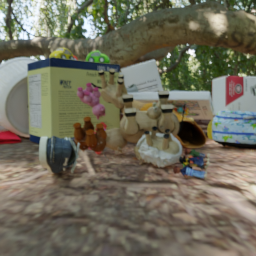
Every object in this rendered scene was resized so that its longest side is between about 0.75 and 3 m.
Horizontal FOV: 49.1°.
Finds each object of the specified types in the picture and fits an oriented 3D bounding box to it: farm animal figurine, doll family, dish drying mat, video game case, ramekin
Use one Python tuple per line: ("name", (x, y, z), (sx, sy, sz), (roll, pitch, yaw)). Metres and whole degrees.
("farm animal figurine", (0.000, -0.130, 6.109), (2.457, 1.296, 2.485), (5, 41, 13))
("doll family", (1.050, 0.593, 4.642), (0.517, 0.351, 0.894), (14, 11, 13))
("dish drying mat", (-3.814, 0.269, 8.582), (0.764, 0.181, 1.989), (-2, 6, -28))
("video game case", (1.502, -0.705, 9.510), (2.640, 0.313, 2.403), (2, -11, 21))
("ramekin", (-3.123, -0.896, 9.004), (2.518, 2.518, 1.322), (-5, 22, -38))

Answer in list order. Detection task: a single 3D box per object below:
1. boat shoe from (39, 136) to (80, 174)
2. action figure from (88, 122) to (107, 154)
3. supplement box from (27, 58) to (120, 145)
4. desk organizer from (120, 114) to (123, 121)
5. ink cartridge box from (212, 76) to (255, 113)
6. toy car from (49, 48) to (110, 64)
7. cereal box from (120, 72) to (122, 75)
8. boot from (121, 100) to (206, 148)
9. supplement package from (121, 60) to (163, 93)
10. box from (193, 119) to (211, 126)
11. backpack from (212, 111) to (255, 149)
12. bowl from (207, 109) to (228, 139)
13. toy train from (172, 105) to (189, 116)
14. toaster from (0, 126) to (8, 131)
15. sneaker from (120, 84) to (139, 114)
("boat shoe", (-1.027, 0.418, 4.420), (0.474, 0.574, 1.534), (2, -17, -5))
("action figure", (-0.791, 0.203, 6.553), (0.564, 0.372, 1.140), (31, 24, -21))
("supplement box", (-1.556, -0.740, 8.169), (2.262, 2.259, 1.518), (-5, 8, -40))
("desk organizer", (-0.683, -0.185, 10.363), (0.661, 0.709, 1.842), (-2, 6, -20))
("ink cartridge box", (4.519, -0.825, 10.110), (2.707, 1.987, 1.122), (-1, 2, -10))
("toy car", (-1.381, -2.121, 8.467), (1.657, 0.393, 1.761), (-1, 4, 1))
("cereal box", (-0.969, -1.811, 13.377), (0.393, 1.990, 1.432), (22, 10, 26))
("boot", (1.327, 0.044, 7.983), (2.113, 1.039, 2.952), (29, 6, 39))
("supplement package", (0.811, -1.643, 13.022), (1.591, 2.656, 1.610), (-14, 9, 8))
("box", (2.988, -0.657, 11.599), (2.510, 0.940, 1.257), (4, 15, 15))
("backpack", (2.891, 0.054, 6.964), (1.572, 1.209, 1.283), (-12, 3, 17))
("bowl", (2.982, -0.191, 8.723), (1.228, 0.661, 1.228), (-23, 5, 2))
("toy train", (1.556, -0.444, 9.212), (0.823, 0.305, 1.095), (6, -10, 1))
("toaster", (-5.300, -0.605, 10.110), (2.918, 1.658, 1.885), (-4, 11, -33))
("sneaker", (-0.759, -1.050, 10.397), (2.815, 1.116, 1.040), (-10, 0, -32))
